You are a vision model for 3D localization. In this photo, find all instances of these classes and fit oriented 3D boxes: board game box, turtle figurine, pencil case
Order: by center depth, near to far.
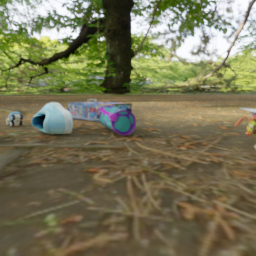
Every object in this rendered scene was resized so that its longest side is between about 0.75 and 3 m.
[{"bbox_3d":[3.555,0.159,6.956,1.887,0.608,1.522,3,12,-45],"label":"turtle figurine"},{"bbox_3d":[-0.392,-0.293,9.094,0.879,0.810,1.903,36,-5,-18],"label":"pencil case"},{"bbox_3d":[-1.082,-0.739,12.425,2.345,0.723,2.343,-7,12,-39],"label":"board game box"}]

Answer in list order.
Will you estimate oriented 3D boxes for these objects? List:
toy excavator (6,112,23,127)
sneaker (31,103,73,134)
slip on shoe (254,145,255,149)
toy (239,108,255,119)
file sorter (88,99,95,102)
[{"bbox_3d":[-4.347,-0.337,10.573,0.419,0.816,0.839,-8,40,-42],"label":"toy excavator"},{"bbox_3d":[-2.707,-0.362,9.246,1.043,0.941,2.544,0,7,-31],"label":"sneaker"},{"bbox_3d":[3.080,0.384,5.819,0.557,0.699,1.839,50,19,20],"label":"slip on shoe"},{"bbox_3d":[5.718,-0.526,11.866,1.174,0.481,2.039,2,7,-5],"label":"toy"},{"bbox_3d":[-2.588,-1.784,20.034,0.560,0.503,0.808,1,8,5],"label":"file sorter"}]
